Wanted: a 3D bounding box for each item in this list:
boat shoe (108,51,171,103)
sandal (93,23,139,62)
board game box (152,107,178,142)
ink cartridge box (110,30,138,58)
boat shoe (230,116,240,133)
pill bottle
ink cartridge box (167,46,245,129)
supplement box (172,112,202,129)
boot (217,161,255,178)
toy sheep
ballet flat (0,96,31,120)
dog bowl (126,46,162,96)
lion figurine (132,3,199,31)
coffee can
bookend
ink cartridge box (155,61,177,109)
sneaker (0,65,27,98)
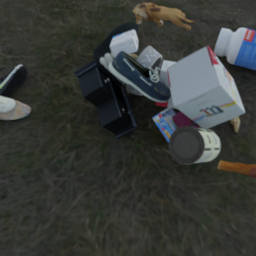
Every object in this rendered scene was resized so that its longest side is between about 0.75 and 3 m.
[{"bbox_3d":[0.610,-1.821,10.036,2.703,0.836,1.012,29,35,-23],"label":"boat shoe"},{"bbox_3d":[-0.592,-4.229,13.970,1.086,0.692,2.890,39,74,25],"label":"sandal"},{"bbox_3d":[1.527,-0.048,9.901,1.236,0.353,1.263,57,29,2],"label":"board game box"},{"bbox_3d":[-0.135,-3.175,10.565,0.916,0.537,1.251,-15,32,13],"label":"ink cartridge box"},{"bbox_3d":[4.169,-0.245,11.004,0.353,0.390,1.095,5,45,13],"label":"boat shoe"},{"bbox_3d":[5.542,-3.564,12.730,2.965,1.664,1.664,19,55,14],"label":"pill bottle"},{"bbox_3d":[2.562,-1.208,9.235,1.562,2.160,1.570,-25,55,30],"label":"ink cartridge box"},{"bbox_3d":[2.126,-0.175,9.954,0.499,1.166,0.643,-38,65,23],"label":"supplement box"},{"bbox_3d":[3.025,1.070,7.087,1.331,0.456,1.253,6,7,31],"label":"boot"},{"bbox_3d":[-0.639,-2.419,11.882,2.435,1.678,1.678,-24,54,1],"label":"toy sheep"},{"bbox_3d":[-5.277,-0.824,11.098,2.651,0.892,0.902,-2,52,-2],"label":"ballet flat"},{"bbox_3d":[0.698,-2.255,11.522,0.613,2.092,2.092,30,58,12],"label":"dog bowl"},{"bbox_3d":[1.070,-3.267,8.116,1.742,0.631,1.067,11,7,30],"label":"lion figurine"},{"bbox_3d":[2.096,0.551,8.727,1.113,1.113,1.520,45,22,29],"label":"coffee can"},{"bbox_3d":[-0.774,-0.987,10.135,0.977,2.121,2.108,-27,60,17],"label":"bookend"},{"bbox_3d":[2.347,-1.589,11.142,2.264,1.650,0.938,11,39,7],"label":"ink cartridge box"},{"bbox_3d":[-5.301,-1.997,12.055,0.938,0.812,2.266,18,55,14],"label":"sneaker"}]
